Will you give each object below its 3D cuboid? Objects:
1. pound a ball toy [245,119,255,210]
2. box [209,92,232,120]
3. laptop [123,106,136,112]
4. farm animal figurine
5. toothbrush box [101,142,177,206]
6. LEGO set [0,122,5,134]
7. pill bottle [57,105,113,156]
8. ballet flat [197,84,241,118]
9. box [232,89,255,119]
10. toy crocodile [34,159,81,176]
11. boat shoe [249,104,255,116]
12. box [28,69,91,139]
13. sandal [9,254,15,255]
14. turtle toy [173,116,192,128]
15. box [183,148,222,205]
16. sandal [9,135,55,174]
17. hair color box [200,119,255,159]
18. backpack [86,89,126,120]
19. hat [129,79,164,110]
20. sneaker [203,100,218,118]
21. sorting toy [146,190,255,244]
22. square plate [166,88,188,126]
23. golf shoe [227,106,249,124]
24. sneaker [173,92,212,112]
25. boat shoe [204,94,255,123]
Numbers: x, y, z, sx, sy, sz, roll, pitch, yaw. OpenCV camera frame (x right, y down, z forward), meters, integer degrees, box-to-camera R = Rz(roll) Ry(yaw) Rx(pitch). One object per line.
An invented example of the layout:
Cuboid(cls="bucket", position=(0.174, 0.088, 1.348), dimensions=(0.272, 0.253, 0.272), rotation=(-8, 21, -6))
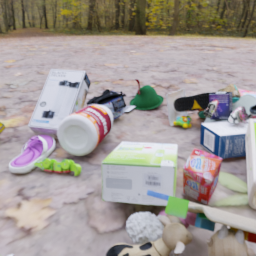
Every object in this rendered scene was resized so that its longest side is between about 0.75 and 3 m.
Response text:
Cuboid(cls="pound a ball toy", position=(3.888, 1.074, 6.820), dimensions=(1.844, 1.201, 2.827), rotation=(4, 39, 17))
Cuboid(cls="box", position=(3.252, -0.769, 9.800), dimensions=(0.694, 0.939, 0.490), rotation=(1, 16, 33))
Cuboid(cls="laptop", position=(-0.238, -1.078, 12.902), dimensions=(0.891, 0.517, 0.834), rotation=(0, 22, 26))
Cuboid(cls="farm animal figurine", position=(1.001, 2.071, 4.410), dimensions=(2.407, 1.499, 2.981), rotation=(-18, 29, -35))
Cuboid(cls="toothbrush box", position=(0.389, 1.015, 6.848), dimensions=(1.577, 0.932, 2.166), rotation=(2, 8, 11))
Cuboid(cls="LEGO set", position=(-5.613, -0.148, 9.165), dimensions=(2.639, 2.029, 1.529), rotation=(19, 51, 6))
Cuboid(cls="pill bottle", position=(-1.294, -0.053, 9.394), dimensions=(1.300, 1.300, 2.301), rotation=(5, 18, 12))
Cuboid(cls="ballet flat", position=(3.584, -1.086, 11.230), dimensions=(0.804, 0.745, 2.281), rotation=(8, -21, -25))
Cuboid(cls="box", position=(5.258, -0.906, 11.905), dimensions=(1.095, 1.010, 2.135), rotation=(-21, 31, -40))
Cuboid(cls="toy crocodile", position=(-2.017, 1.120, 8.033), dimensions=(1.397, 0.431, 0.472), rotation=(3, -9, 9))
Cuboid(cls="boat shoe", position=(4.534, -0.683, 8.983), dimensions=(1.206, 0.451, 0.373), rotation=(-6, -15, 22))
Cuboid(cls="box", position=(-2.494, -0.921, 10.439), dimensions=(1.510, 0.778, 2.589), rotation=(7, 63, 14))
Cuboid(cls="sandal", position=(-2.063, 2.456, 5.016), dimensions=(1.113, 0.319, 0.426), rotation=(-1, 23, -3))
Cuboid(cls="turtle toy", position=(2.224, -0.268, 11.114), dimensions=(0.623, 0.432, 0.855), rotation=(18, 15, 38))
Cuboid(cls="box", position=(1.708, 1.153, 6.531), dimensions=(0.667, 1.339, 0.639), rotation=(22, 61, 26))
Cuboid(cls="sandal", position=(-2.945, 0.635, 8.864), dimensions=(0.979, 0.591, 2.405), rotation=(2, 23, 1))
Cuboid(cls="hair color box", position=(3.918, 0.305, 9.239), dimensions=(2.716, 0.822, 1.358), rotation=(-5, 19, -10))
Cuboid(cls="backpack", position=(-0.940, -0.908, 11.672), dimensions=(1.434, 1.159, 1.505), rotation=(-22, 20, -25))
Cuboid(cls="hat", position=(0.773, -1.928, 13.025), dimensions=(1.656, 1.760, 1.999), rotation=(-21, 31, -15))
Cuboid(cls="sneaker", position=(2.875, -0.636, 9.609), dimensions=(0.321, 0.835, 0.354), rotation=(43, 61, 14))
Cuboid(cls="sorting toy", position=(1.732, 1.652, 4.729), dimensions=(2.996, 0.408, 1.687), rotation=(16, -11, -2))
Cuboid(cls="square plate", position=(1.992, -0.871, 11.511), dimensions=(0.188, 1.320, 1.308), rotation=(5, 21, 45))
Cuboid(cls="golf shoe", position=(3.661, -0.417, 9.366), dimensions=(0.592, 0.467, 1.286), rotation=(-22, -4, 31))
Cuboid(cls="sneaker", position=(2.873, -1.001, 10.874), dimensions=(2.091, 0.731, 0.941), rotation=(-2, 8, 29))
Cuboid(cls="boat shoe", position=(3.915, -0.293, 10.686), dimensions=(2.755, 0.831, 1.042), rotation=(-27, 56, -20))
